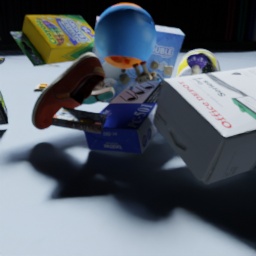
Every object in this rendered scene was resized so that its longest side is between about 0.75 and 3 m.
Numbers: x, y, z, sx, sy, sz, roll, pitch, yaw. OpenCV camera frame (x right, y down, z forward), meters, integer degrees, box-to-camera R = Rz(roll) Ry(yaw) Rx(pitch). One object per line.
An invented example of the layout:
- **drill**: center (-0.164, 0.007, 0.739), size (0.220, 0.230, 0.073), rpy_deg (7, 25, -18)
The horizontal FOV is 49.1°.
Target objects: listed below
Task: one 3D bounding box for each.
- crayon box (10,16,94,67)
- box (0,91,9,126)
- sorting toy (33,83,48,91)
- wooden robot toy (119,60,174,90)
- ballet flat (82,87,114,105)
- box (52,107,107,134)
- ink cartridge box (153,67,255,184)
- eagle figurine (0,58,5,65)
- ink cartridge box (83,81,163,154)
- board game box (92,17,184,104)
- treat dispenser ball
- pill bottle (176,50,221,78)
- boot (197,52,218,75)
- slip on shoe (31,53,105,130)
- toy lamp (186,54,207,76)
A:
- **crayon box**: center (-2.221, -2.893, 9.100), size (2.555, 0.659, 1.606), rpy_deg (-22, 66, -42)
- **box**: center (-4.150, -0.623, 7.087), size (1.792, 0.495, 2.236), rpy_deg (-9, -21, -18)
- **sorting toy**: center (-3.946, -2.041, 13.806), size (1.284, 0.234, 1.188), rpy_deg (-4, 19, -10)
- **wooden robot toy**: center (0.445, -1.314, 6.655), size (1.274, 0.561, 0.578), rpy_deg (-14, 11, 16)
- **ballet flat**: center (-0.866, -0.899, 7.774), size (1.086, 0.377, 0.377), rpy_deg (-11, 15, 18)
- **box**: center (-1.002, -0.168, 5.925), size (1.013, 0.202, 0.693), rpy_deg (10, 23, 2)
- **ink cartridge box**: center (2.268, -0.224, 5.951), size (2.827, 1.192, 2.065), rpy_deg (-11, 42, -25)
- **eagle figurine**: center (-3.444, -1.735, 6.651), size (0.941, 0.946, 1.247), rpy_deg (40, 15, -29)
- **ink cartridge box**: center (0.216, -0.428, 7.384), size (1.409, 0.663, 2.997), rpy_deg (3, 30, 26)
- **board game box**: center (0.149, -2.070, 9.481), size (2.791, 2.778, 0.605), rpy_deg (3, 36, -14)
- **treat dispenser ball**: center (-0.071, -2.412, 7.464), size (1.658, 1.658, 1.658), rpy_deg (0, 19, 0)
- **pill bottle**: center (2.598, -1.733, 10.373), size (1.661, 1.661, 2.955), rpy_deg (4, 30, 12)
- **boot**: center (2.310, -1.727, 8.543), size (0.748, 0.991, 0.358), rpy_deg (-54, 26, -20)
- **slip on shoe**: center (-1.506, -0.757, 6.920), size (0.744, 2.431, 0.900), rpy_deg (54, 15, 26)
- **toy lamp**: center (1.736, -0.911, 7.720), size (0.683, 2.347, 0.683), rpy_deg (10, -19, 4)
